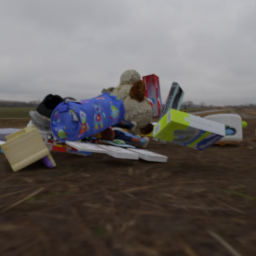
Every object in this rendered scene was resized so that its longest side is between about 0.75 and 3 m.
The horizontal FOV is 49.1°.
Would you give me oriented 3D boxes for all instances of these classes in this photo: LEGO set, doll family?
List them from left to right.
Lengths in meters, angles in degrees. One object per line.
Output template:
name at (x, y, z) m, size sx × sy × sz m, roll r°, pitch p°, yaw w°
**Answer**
LEGO set at (-0.792, 0.608, 6.938) m, size 2.174 × 0.714 × 2.910 m, roll 9°, pitch 1°, yaw -33°
doll family at (-0.747, 0.037, 8.715) m, size 2.964 × 1.163 × 1.713 m, roll -2°, pitch -16°, yaw 38°

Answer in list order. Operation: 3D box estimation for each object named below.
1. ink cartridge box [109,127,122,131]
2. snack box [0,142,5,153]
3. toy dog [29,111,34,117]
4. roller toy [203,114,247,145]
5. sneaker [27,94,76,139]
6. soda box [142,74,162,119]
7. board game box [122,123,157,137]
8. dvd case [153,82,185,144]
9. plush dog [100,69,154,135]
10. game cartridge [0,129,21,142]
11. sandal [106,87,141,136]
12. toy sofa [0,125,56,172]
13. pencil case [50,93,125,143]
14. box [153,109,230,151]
ink cartridge box at (-0.431, -0.209, 15.393) m, size 2.031 × 0.841 × 1.488 m, roll -1°, pitch 4°, yaw -10°
snack box at (-3.936, 0.563, 7.551) m, size 0.824 × 0.263 × 1.419 m, roll 2°, pitch 4°, yaw 30°
toy dog at (-3.363, -0.369, 11.243) m, size 1.229 × 0.898 × 1.863 m, roll 6°, pitch -44°, yaw -46°
roller toy at (3.111, 0.101, 9.375) m, size 1.267 × 0.970 × 1.389 m, roll 7°, pitch -10°, yaw -43°
sneaker at (-1.921, -0.521, 7.889) m, size 0.835 × 0.990 × 2.264 m, roll 34°, pitch 28°, yaw 4°
soda box at (1.002, -1.273, 11.518) m, size 0.561 × 1.768 × 0.619 m, roll -9°, pitch -8°, yaw 27°
board game box at (1.349, 0.074, 13.347) m, size 2.614 × 0.527 × 2.000 m, roll 2°, pitch 4°, yaw 33°
dvd case at (1.325, -0.422, 8.906) m, size 0.203 × 1.842 × 1.344 m, roll 20°, pitch 0°, yaw 22°
plush dog at (0.126, -0.715, 9.836) m, size 1.825 × 2.275 × 1.954 m, roll -29°, pitch 26°, yaw -19°
game cartridge at (-4.675, 0.297, 10.795) m, size 2.555 × 0.490 × 1.656 m, roll 3°, pitch 1°, yaw 44°
sandal at (-0.037, -0.710, 11.746) m, size 0.668 × 2.475 × 0.994 m, roll -22°, pitch 17°, yaw 43°
toy sofa at (-2.199, 0.496, 6.136) m, size 0.750 × 0.884 × 1.812 m, roll -27°, pitch 13°, yaw -17°
pencil case at (-0.913, -0.326, 6.809) m, size 0.855 × 0.952 × 2.192 m, roll 6°, pitch 15°, yaw 27°
box at (1.267, 0.082, 5.616) m, size 1.328 × 0.316 × 0.809 m, roll 15°, pitch -30°, yaw -14°
